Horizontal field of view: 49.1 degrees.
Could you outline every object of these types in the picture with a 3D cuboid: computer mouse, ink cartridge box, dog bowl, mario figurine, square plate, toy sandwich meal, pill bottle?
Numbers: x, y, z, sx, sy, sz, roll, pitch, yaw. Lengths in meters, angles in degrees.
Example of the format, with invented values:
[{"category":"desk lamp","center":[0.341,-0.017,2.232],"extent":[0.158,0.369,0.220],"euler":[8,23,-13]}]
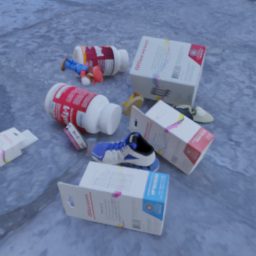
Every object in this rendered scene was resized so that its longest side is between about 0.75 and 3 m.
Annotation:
[{"category":"computer mouse","center":[1.478,-0.018,10.770],"extent":[2.558,0.589,1.796],"euler":[-15,46,-7]},{"category":"ink cartridge box","center":[-0.368,1.924,7.864],"extent":[2.849,1.640,0.967],"euler":[8,41,10]},{"category":"dog bowl","center":[-1.949,0.342,10.286],"extent":[0.406,1.102,1.102],"euler":[-34,48,-11]},{"category":"ink cartridge box","center":[-4.592,0.786,10.060],"extent":[1.022,0.592,1.756],"euler":[31,49,32]},{"category":"mario figurine","center":[-1.977,-2.311,12.062],"extent":[1.795,0.951,1.108],"euler":[22,75,-3]},{"category":"square plate","center":[-4.036,0.423,10.834],"extent":[0.788,0.113,0.796],"euler":[33,51,32]},{"category":"toy sandwich meal","center":[0.161,-0.971,11.399],"extent":[1.109,1.109,0.380],"euler":[-27,60,-28]},{"category":"pill bottle","center":[-1.741,-0.701,11.053],"extent":[2.762,1.550,1.550],"euler":[19,43,19]},{"category":"ink cartridge box","center":[1.353,0.185,9.537],"extent":[2.713,1.580,0.916],"euler":[36,59,18]},{"category":"pill bottle","center":[-1.377,-3.399,14.253],"extent":[2.596,1.466,1.466],"euler":[-7,40,-23]},{"category":"ink cartridge box","center":[1.705,-2.397,12.173],"extent":[2.768,2.002,2.012],"euler":[15,71,14]}]

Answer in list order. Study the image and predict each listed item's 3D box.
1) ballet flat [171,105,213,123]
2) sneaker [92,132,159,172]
[{"category":"ballet flat","center":[2.673,-0.642,11.758],"extent":[1.851,0.643,0.643],"euler":[9,41,10]},{"category":"sneaker","center":[-0.073,0.649,9.271],"extent":[2.266,1.309,0.915],"euler":[10,47,15]}]
